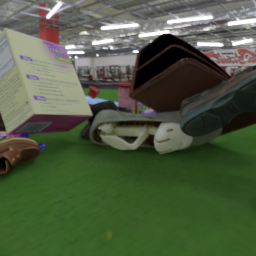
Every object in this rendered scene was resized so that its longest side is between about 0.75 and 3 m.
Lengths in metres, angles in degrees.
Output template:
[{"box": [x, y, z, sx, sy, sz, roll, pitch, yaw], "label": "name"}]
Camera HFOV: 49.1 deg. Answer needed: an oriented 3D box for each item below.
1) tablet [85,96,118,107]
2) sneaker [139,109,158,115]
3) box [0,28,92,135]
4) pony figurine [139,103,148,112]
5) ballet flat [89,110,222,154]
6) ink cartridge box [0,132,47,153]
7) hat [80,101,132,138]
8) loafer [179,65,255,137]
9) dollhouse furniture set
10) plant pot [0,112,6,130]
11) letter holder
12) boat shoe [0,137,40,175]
[{"box": [-1.518, -1.065, 12.579, 2.631, 0.180, 1.712, 14, 21, 28], "label": "tablet"}, {"box": [0.661, -0.195, 7.211, 0.855, 0.778, 1.933, -10, -3, -9], "label": "sneaker"}, {"box": [-1.996, -0.944, 6.322, 0.953, 1.971, 1.734, -29, -13, 29], "label": "box"}, {"box": [0.285, -0.962, 11.724, 1.001, 0.834, 0.966, -22, 10, -24], "label": "pony figurine"}, {"box": [0.478, 0.165, 5.855, 2.789, 0.940, 0.888, 4, 39, 21], "label": "ballet flat"}, {"box": [-2.828, 0.339, 5.830, 2.061, 0.382, 0.976, 2, 11, -4], "label": "ink cartridge box"}, {"box": [-0.674, -0.352, 7.241, 1.486, 0.600, 1.486, -18, 26, 9], "label": "hat"}, {"box": [1.847, -0.641, 4.600, 2.325, 0.731, 0.835, -27, -46, 27], "label": "loafer"}, {"box": [-0.736, -1.023, 10.329, 2.369, 1.275, 0.963, 5, 12, 20], "label": "dollhouse furniture set"}, {"box": [-3.091, -0.466, 7.960, 1.228, 1.240, 1.240, 5, 10, -13], "label": "plant pot"}, {"box": [1.521, -0.907, 5.785, 2.397, 1.205, 1.703, 26, -31, -28], "label": "letter holder"}, {"box": [-2.061, 0.531, 4.547, 0.536, 0.572, 1.588, 42, 21, 22], "label": "boat shoe"}]
